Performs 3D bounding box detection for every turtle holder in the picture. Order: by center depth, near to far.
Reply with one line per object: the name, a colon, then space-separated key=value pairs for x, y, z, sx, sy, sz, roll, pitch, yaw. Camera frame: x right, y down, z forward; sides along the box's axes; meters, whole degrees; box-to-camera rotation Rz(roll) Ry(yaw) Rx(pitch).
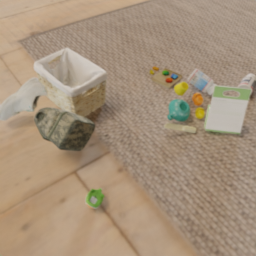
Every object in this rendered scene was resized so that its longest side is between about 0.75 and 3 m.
turtle holder: x=-1.106 y=2.252 z=9.037 sx=0.554 sy=0.518 sz=0.730 roll=12 pitch=47 yaw=-18

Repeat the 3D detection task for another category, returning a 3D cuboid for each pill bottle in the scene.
pill bottle: x=3.431 y=-2.087 z=12.869 sx=1.271 sy=0.691 sz=0.691 roll=38 pitch=55 yaw=7
pill bottle: x=5.547 y=-1.997 z=12.973 sx=0.674 sy=0.674 sz=1.127 roll=27 pitch=52 yaw=23

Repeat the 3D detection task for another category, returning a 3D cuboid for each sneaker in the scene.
sneaker: x=-4.226 y=-0.922 z=11.237 sx=2.281 sy=0.858 sz=1.009 roll=-42 pitch=87 yaw=7

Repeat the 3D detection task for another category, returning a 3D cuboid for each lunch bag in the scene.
lunch bag: x=-2.332 y=-0.052 z=10.258 sx=1.573 sy=1.875 sz=1.307 roll=35 pitch=97 yaw=19

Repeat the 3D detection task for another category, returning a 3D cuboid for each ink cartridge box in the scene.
ink cartridge box: x=3.831 y=-0.733 z=10.897 sx=1.392 sy=1.913 sz=0.459 roll=7 pitch=25 yaw=6

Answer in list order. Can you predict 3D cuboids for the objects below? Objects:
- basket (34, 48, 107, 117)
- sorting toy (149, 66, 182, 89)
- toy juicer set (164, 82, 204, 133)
basket: x=-2.440 y=-1.910 z=12.146 sx=1.903 sy=1.732 sz=2.808 roll=-36 pitch=56 yaw=-29
sorting toy: x=1.711 y=-2.598 z=13.841 sx=1.614 sy=0.216 sz=1.202 roll=30 pitch=54 yaw=25
toy juicer set: x=2.387 y=-0.614 z=11.715 sx=1.568 sy=0.671 sz=2.464 roll=28 pitch=62 yaw=-12
